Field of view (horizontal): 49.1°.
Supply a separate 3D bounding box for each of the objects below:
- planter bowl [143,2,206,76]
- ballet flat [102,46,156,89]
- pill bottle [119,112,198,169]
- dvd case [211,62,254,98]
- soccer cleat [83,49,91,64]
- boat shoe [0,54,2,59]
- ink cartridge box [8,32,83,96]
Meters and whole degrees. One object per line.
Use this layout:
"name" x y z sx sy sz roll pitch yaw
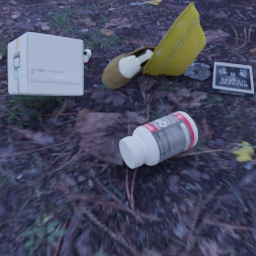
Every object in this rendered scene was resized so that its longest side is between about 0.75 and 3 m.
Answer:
"planter bowl" 1.879 -2.794 10.026 1.230 2.952 2.952 38 50 2
"ballet flat" 0.219 -2.351 10.249 1.048 0.982 2.896 -15 18 45
"pill bottle" 0.791 0.348 7.454 1.936 1.072 1.072 -22 47 -22
"dvd case" 3.880 -1.839 10.448 1.418 0.233 1.886 10 43 11
"soccer cleat" -1.745 -3.066 11.620 0.355 0.441 1.034 4 43 4
"boat shoe" -5.595 -3.158 11.799 1.014 0.339 0.289 23 52 28
"ink cartridge box" -2.536 -1.787 8.451 1.616 1.608 2.203 -3 8 -35
